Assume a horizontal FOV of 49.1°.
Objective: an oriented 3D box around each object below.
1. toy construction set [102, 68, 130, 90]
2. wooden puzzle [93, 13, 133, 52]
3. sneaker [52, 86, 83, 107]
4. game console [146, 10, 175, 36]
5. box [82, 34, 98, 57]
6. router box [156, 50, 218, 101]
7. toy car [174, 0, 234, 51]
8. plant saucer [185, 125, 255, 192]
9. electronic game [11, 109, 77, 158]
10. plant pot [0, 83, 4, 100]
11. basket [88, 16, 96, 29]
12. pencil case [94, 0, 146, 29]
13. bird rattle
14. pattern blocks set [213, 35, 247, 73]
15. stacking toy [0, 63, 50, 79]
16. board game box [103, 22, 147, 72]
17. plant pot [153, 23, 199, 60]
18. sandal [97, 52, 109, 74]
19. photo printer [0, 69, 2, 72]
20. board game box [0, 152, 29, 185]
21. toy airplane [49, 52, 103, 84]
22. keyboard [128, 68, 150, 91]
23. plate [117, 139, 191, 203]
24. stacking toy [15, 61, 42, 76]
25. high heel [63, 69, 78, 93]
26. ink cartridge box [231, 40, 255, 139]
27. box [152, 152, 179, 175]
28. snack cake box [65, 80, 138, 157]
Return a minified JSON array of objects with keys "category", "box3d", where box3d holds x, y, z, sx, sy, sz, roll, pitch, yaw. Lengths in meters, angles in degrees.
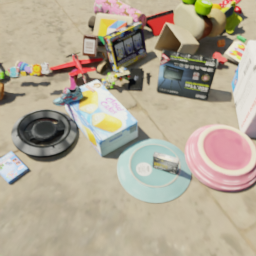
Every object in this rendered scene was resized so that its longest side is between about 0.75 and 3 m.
[{"category":"toy construction set","box3d":[-0.430,-2.108,11.724,1.376,0.902,0.634,-40,92,-35]},{"category":"wooden puzzle","box3d":[-0.802,-4.531,13.419,1.807,0.364,1.953,10,86,9]},{"category":"sneaker","box3d":[-2.157,-1.155,9.818,1.100,0.525,0.436,-25,44,-18]},{"category":"game console","box3d":[1.667,-5.605,15.060,1.738,1.032,1.498,-23,22,-20]},{"category":"box","box3d":[-1.669,-3.677,12.463,0.637,0.851,1.699,4,20,-8]},{"category":"router box","box3d":[2.261,-2.049,11.055,2.150,1.611,0.668,12,47,10]},{"category":"toy car","box3d":[3.790,-5.135,13.447,2.765,2.271,2.182,-12,50,-23]},{"category":"plant saucer","box3d":[3.133,0.830,9.139,2.480,0.629,2.480,1,54,-2]},{"category":"electronic game","box3d":[-2.954,0.137,9.945,2.238,0.466,2.238,5,46,-5]},{"category":"plant pot","box3d":[-5.332,-1.497,11.116,0.657,0.939,0.939,9,48,-14]},{"category":"basket","box3d":[-1.495,-5.396,14.604,0.921,0.626,0.830,21,40,12]},{"category":"pencil case","box3d":[-0.404,-5.788,14.341,2.777,1.201,1.150,32,101,17]},{"category":"bird rattle","box3d":[4.903,-6.306,14.887,2.311,1.597,2.835,0,45,18]},{"category":"pattern blocks set","box3d":[5.173,-3.434,12.926,2.341,0.216,2.663,27,54,9]},{"category":"stacking toy","box3d":[-4.351,-2.350,11.504,2.040,0.479,1.538,-5,14,1]},{"category":"board game box","box3d":[-0.093,-3.601,12.394,1.886,1.559,0.535,-34,42,-26]},{"category":"plant pot","box3d":[2.217,-3.589,12.434,1.295,1.462,1.460,-9,57,-29]},{"category":"sandal","box3d":[-0.973,-3.206,12.676,0.599,0.668,1.821,30,61,15]},{"category":"photo printer","box3d":[-6.264,-2.451,11.889,1.404,0.586,1.687,-35,75,-23]},{"category":"board game box","box3d":[-3.855,1.294,9.163,0.970,0.178,0.734,36,58,26]},{"category":"toy airplane","box3d":[-2.222,-2.735,12.317,2.508,0.461,2.508,-1,42,1]},{"category":"keyboard","box3d":[0.496,-2.105,12.090,0.910,0.148,1.433,1,50,8]},{"category":"plate","box3d":[0.853,1.260,9.113,2.444,0.312,2.444,1,50,-1]},{"category":"stacking toy","box3d":[-4.333,-2.575,12.327,1.156,0.493,0.493,17,51,6]},{"category":"high heel","box3d":[-2.171,-1.894,11.668,0.668,0.469,1.394,9,53,14]},{"category":"ink cartridge box","box3d":[4.815,-1.366,10.113,1.255,2.173,2.977,6,51,2]},{"category":"box","box3d":[1.164,1.100,8.671,0.806,0.638,0.195,16,52,16]},{"category":"snack cake box","box3d":[-1.041,-0.438,10.150,1.561,0.912,2.715,-29,55,-21]}]
